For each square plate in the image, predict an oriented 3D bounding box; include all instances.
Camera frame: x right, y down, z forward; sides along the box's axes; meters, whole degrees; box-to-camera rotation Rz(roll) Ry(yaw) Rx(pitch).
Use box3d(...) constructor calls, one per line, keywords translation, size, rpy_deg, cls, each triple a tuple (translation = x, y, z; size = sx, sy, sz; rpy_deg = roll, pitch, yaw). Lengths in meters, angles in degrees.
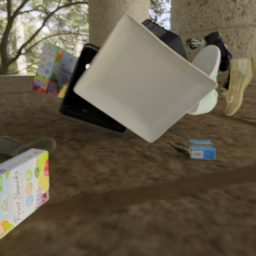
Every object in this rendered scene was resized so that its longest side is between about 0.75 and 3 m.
box3d(translation=(0.352, -1.176, 7.732), size=(2.952, 2.924, 0.420), rpy_deg=(34, 41, -13), cls="square plate")

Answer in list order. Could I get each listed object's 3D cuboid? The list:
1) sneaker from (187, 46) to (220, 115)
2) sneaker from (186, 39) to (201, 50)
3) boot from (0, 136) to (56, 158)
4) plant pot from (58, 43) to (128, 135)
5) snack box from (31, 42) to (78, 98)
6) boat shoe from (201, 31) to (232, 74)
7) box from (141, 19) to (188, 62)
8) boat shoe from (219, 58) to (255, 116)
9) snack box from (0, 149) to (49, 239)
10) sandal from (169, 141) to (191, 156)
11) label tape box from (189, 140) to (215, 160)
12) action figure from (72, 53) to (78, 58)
box3d(translation=(2.378, -1.398, 8.493), size=(0.752, 2.044, 1.205), rpy_deg=(26, 18, 36), cls="sneaker")
box3d(translation=(2.236, -2.879, 9.728), size=(0.283, 0.385, 0.851), rpy_deg=(43, 38, 23), cls="sneaker")
box3d(translation=(-2.975, 0.504, 7.874), size=(1.473, 0.534, 1.339), rpy_deg=(3, 11, 42), cls="boot")
box3d(translation=(-0.868, -1.578, 9.781), size=(2.429, 2.435, 2.160), rpy_deg=(18, 25, -20), cls="plant pot")
box3d(translation=(-2.506, -1.979, 10.283), size=(0.621, 1.667, 2.344), rpy_deg=(17, 5, 10), cls="snack box")
box3d(translation=(3.165, -2.272, 10.217), size=(0.921, 1.144, 2.466), rpy_deg=(-24, -25, 7), cls="boat shoe")
box3d(translation=(1.132, -2.591, 10.451), size=(1.299, 2.096, 2.061), rpy_deg=(-38, 48, -1), cls="box")
box3d(translation=(3.341, -1.296, 9.116), size=(0.774, 2.383, 0.860), rpy_deg=(4, 56, 4), cls="boat shoe")
box3d(translation=(-1.823, 1.013, 4.603), size=(0.365, 0.980, 1.379), rpy_deg=(6, 14, 16), cls="snack box")
box3d(translation=(1.411, 0.514, 7.526), size=(0.229, 0.319, 0.804), rpy_deg=(-52, 37, -11), cls="sandal")
box3d(translation=(2.020, 0.597, 7.755), size=(0.630, 0.277, 0.874), rpy_deg=(2, 14, 7), cls="label tape box")
box3d(translation=(-2.480, -3.121, 12.586), size=(0.776, 0.505, 0.269), rpy_deg=(18, -3, 13), cls="action figure")
